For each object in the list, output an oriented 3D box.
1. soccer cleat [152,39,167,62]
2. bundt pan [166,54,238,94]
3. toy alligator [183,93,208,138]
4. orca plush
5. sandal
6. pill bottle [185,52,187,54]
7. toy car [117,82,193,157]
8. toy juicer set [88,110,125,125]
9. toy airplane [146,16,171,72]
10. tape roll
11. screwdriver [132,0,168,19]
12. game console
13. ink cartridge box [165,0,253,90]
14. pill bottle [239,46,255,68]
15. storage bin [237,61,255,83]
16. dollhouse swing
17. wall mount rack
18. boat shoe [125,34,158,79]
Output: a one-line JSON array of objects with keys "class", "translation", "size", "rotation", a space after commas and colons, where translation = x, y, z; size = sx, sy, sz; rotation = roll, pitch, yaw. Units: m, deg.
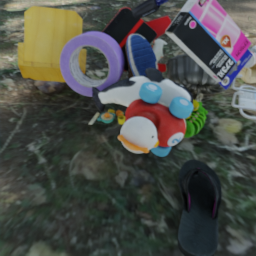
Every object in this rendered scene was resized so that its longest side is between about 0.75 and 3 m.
[{"class": "soccer cleat", "translation": [0.901, -2.304, 9.189], "size": [0.463, 1.194, 0.414], "rotation": [18, 11, 0]}, {"class": "bundt pan", "translation": [2.389, -1.680, 9.316], "size": [2.337, 0.877, 2.337], "rotation": [6, -4, 0]}, {"class": "toy alligator", "translation": [1.948, -0.356, 8.215], "size": [0.782, 0.855, 2.882], "rotation": [26, 37, 22]}, {"class": "orca plush", "translation": [0.453, -0.809, 7.709], "size": [2.816, 1.481, 1.001], "rotation": [-11, 8, 29]}, {"class": "sandal", "translation": [1.543, 1.471, 5.883], "size": [0.958, 0.610, 2.548], "rotation": [6, 36, 8]}, {"class": "pill bottle", "translation": [1.996, -2.777, 8.763], "size": [0.676, 1.196, 0.676], "rotation": [-22, 32, 14]}, {"class": "toy car", "translation": [0.456, 0.130, 6.374], "size": [1.514, 1.578, 1.712], "rotation": [27, 38, 7]}, {"class": "toy juicer set", "translation": [-0.656, -0.401, 8.746], "size": [1.126, 0.306, 0.716], "rotation": [-2, 36, -2]}, {"class": "toy airplane", "translation": [0.411, -2.648, 9.515], "size": [2.524, 2.524, 0.464], "rotation": [7, 38, 10]}, {"class": "tape roll", "translation": [-1.038, -1.869, 8.239], "size": [1.774, 1.774, 0.754], "rotation": [6, 27, 8]}, {"class": "screwdriver", "translation": [1.094, -3.062, 6.488], "size": [2.445, 0.356, 0.341], "rotation": [-6, 56, 38]}, {"class": "game console", "translation": [-0.085, -2.768, 8.699], "size": [1.396, 1.579, 0.245], "rotation": [40, 1, -7]}, {"class": "ink cartridge box", "translation": [2.038, -1.914, 6.475], "size": [2.384, 1.129, 0.442], "rotation": [32, 8, -31]}, {"class": "pill bottle", "translation": [3.427, -1.993, 7.767], "size": [0.450, 0.450, 0.791], "rotation": [25, 42, 31]}, {"class": "storage bin", "translation": [5.121, -2.301, 11.126], "size": [1.294, 0.606, 1.284], "rotation": [-4, 35, -7]}, {"class": "dollhouse swing", "translation": [-2.620, -2.825, 9.848], "size": [2.163, 1.901, 1.965], "rotation": [1, -8, -14]}, {"class": "wall mount rack", "translation": [4.474, -1.125, 9.304], "size": [1.938, 0.832, 2.230], "rotation": [10, 38, 13]}, {"class": "boat shoe", "translation": [0.371, -1.482, 8.507], "size": [0.936, 2.591, 0.938], "rotation": [-18, 3, -32]}]
